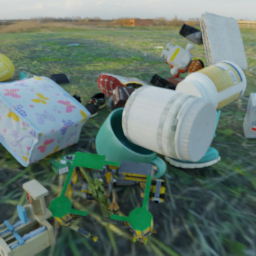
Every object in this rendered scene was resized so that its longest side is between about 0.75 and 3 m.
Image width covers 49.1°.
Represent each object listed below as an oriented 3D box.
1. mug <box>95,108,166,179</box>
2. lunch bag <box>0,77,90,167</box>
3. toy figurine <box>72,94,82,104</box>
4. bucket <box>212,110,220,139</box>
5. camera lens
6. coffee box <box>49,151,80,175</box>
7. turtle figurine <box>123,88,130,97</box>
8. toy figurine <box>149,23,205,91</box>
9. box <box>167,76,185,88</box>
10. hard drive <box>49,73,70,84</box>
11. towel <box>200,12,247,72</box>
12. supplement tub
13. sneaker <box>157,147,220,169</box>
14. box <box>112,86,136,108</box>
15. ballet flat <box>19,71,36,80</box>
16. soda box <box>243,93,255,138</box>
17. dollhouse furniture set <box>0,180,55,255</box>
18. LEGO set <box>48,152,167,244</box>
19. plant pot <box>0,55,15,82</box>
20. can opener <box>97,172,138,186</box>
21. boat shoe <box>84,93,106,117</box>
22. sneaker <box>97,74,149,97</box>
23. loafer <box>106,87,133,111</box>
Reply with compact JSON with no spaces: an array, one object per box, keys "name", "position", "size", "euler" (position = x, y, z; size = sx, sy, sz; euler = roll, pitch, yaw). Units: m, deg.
[{"name":"mug","position":[-0.042,0.575,7.681],"size":[1.610,1.212,1.960],"euler":[9,47,-32]},{"name":"lunch bag","position":[-2.993,-0.444,8.677],"size":[2.707,1.721,2.295],"euler":[41,33,13]},{"name":"toy figurine","position":[-2.144,-0.592,10.295],"size":[1.136,1.118,0.790],"euler":[-22,3,-23]},{"name":"bucket","position":[2.348,-0.224,9.581],"size":[1.535,0.999,1.535],"euler":[8,10,-1]},{"name":"camera lens","position":[0.946,-0.142,6.845],"size":[1.942,1.553,1.553],"euler":[18,30,36]},{"name":"coffee box","position":[-1.713,1.014,8.161],"size":[0.980,0.215,0.603],"euler":[-18,30,-33]},{"name":"turtle figurine","position":[0.452,-0.835,10.953],"size":[0.936,1.301,1.261],"euler":[-5,-17,40]},{"name":"toy figurine","position":[2.513,-2.771,12.275],"size":[1.945,2.752,2.796],"euler":[32,55,6]},{"name":"box","position":[2.712,-1.830,13.556],"size":[0.732,0.978,1.954],"euler":[-13,27,-27]},{"name":"hard drive","position":[-4.149,-2.994,16.935],"size":[1.041,0.327,1.543],"euler":[-11,26,-23]},{"name":"towel","position":[3.874,-3.526,11.347],"size":[1.750,0.455,2.641],"euler":[4,67,-18]},{"name":"supplement tub","position":[2.803,-1.322,9.582],"size":[2.040,1.476,1.476],"euler":[-25,33,-25]},{"name":"sneaker","position":[1.427,0.353,8.502],"size":[1.115,1.146,2.878],"euler":[-20,32,-36]},{"name":"box","position":[0.159,-1.213,11.831],"size":[1.537,0.576,0.770],"euler":[6,57,-25]},{"name":"ballet flat","position":[-5.582,-2.786,16.016],"size":[0.927,0.835,2.462],"euler":[2,18,-29]},{"name":"soda box","position":[4.262,-0.381,9.343],"size":[0.548,1.727,0.589],"euler":[0,54,13]},{"name":"dollhouse furniture set","position":[-2.065,1.713,5.299],"size":[0.905,1.284,0.900],"euler":[-22,32,-39]},{"name":"LEGO set","position":[-0.374,1.587,6.112],"size":[2.412,1.398,1.855],"euler":[-1,53,6]},{"name":"plant pot","position":[-7.734,-3.297,16.385],"size":[1.564,1.564,1.472],"euler":[6,41,13]},{"name":"can opener","position":[-0.213,1.315,7.253],"size":[1.196,0.398,0.315],"euler":[3,-14,-1]},{"name":"boat shoe","position":[-1.533,-1.014,12.222],"size":[0.702,0.601,1.919],"euler":[14,30,15]},{"name":"sneaker","position":[-0.233,-2.051,14.150],"size":[2.875,1.119,1.181],"euler":[18,24,16]},{"name":"loafer","position":[-0.467,-1.327,12.669],"size":[0.661,0.755,2.101],"euler":[11,30,28]}]
